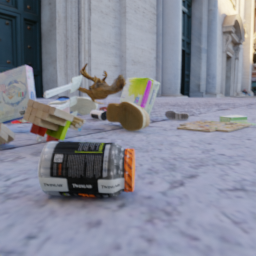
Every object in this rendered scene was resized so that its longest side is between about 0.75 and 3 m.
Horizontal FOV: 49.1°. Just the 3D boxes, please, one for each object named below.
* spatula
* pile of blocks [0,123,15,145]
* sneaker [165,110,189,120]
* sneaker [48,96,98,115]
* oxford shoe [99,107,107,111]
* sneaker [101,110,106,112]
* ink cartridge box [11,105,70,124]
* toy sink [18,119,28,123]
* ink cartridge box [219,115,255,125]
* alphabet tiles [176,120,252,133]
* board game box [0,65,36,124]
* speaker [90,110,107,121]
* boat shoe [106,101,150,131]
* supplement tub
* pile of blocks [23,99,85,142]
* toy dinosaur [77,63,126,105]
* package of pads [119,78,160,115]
[{"bbox_3d":[-1.822,-0.534,7.813,0.190,1.641,2.361,19,20,5],"label":"spatula"},{"bbox_3d":[-3.328,0.196,6.682,1.882,0.772,0.585,19,-25,41],"label":"pile of blocks"},{"bbox_3d":[2.134,-0.492,12.189,1.106,0.413,0.454,13,0,25],"label":"sneaker"},{"bbox_3d":[-2.914,-1.222,14.921,2.588,0.993,1.440,-7,17,-3],"label":"sneaker"},{"bbox_3d":[-1.215,-1.018,16.260,0.976,0.345,0.360,3,-13,-8],"label":"oxford shoe"},{"bbox_3d":[-1.102,-0.738,13.849,0.806,0.331,0.283,7,10,42],"label":"sneaker"},{"bbox_3d":[-3.868,-0.657,12.262,2.738,0.612,2.412,-5,8,-31],"label":"ink cartridge box"},{"bbox_3d":[-3.913,-0.551,11.073,0.458,0.533,0.818,14,16,38],"label":"toy sink"},{"bbox_3d":[4.286,-0.297,10.838,0.889,0.293,1.222,-3,7,-22],"label":"ink cartridge box"},{"bbox_3d":[2.856,-0.072,9.767,2.020,0.091,2.417,7,11,42],"label":"alphabet tiles"},{"bbox_3d":[-3.553,-0.964,8.549,1.521,1.513,0.330,-12,-7,19],"label":"board game box"},{"bbox_3d":[-1.265,-0.544,12.157,0.405,0.405,0.997,-5,10,-34],"label":"speaker"},{"bbox_3d":[0.114,-0.459,9.459,0.883,0.941,2.552,-2,12,-27],"label":"boat shoe"},{"bbox_3d":[-0.469,0.504,3.433,1.089,0.667,0.667,1,8,5],"label":"supplement tub"},{"bbox_3d":[-1.534,0.030,6.336,1.020,0.772,2.484,20,-3,3],"label":"pile of blocks"},{"bbox_3d":[-1.105,-1.181,9.189,1.573,0.895,2.962,38,-18,-18],"label":"toy dinosaur"},{"bbox_3d":[0.400,-1.422,12.650,0.759,1.720,2.227,18,-1,-27],"label":"package of pads"}]
